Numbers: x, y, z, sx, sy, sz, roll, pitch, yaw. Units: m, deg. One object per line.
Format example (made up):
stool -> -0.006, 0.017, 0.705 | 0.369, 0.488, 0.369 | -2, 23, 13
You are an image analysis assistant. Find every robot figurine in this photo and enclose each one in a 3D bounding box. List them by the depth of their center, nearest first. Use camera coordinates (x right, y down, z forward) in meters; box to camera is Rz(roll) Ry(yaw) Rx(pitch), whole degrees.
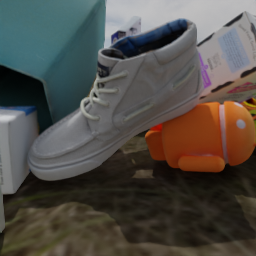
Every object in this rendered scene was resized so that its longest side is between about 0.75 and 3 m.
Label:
robot figurine -> 1.219, 0.108, 4.568 | 1.801, 1.050, 1.296 | -5, 0, 21

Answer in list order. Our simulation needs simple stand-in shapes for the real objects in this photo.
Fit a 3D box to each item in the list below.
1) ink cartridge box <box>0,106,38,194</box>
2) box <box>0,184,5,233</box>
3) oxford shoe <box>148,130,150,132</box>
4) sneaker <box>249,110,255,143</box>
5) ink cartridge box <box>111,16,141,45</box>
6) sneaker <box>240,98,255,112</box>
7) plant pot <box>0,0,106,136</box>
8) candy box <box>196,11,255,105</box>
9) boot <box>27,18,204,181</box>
ink cartridge box -> -2.741, 0.257, 4.189 | 2.428, 1.022, 1.755 | -1, 10, -6
box -> -1.772, 0.767, 2.029 | 1.020, 0.869, 1.596 | 0, 11, 1
oxford shoe -> 1.539, -0.098, 6.329 | 2.211, 0.816, 0.783 | -4, 22, -1
sneaker -> 3.339, 0.156, 5.104 | 2.297, 0.851, 0.960 | 18, 30, 31
ink cartridge box -> -0.032, -1.771, 6.086 | 0.201, 0.987, 0.989 | 24, 52, 18
sneaker -> 3.136, -0.578, 8.378 | 1.047, 1.107, 2.869 | -12, 15, -43
plant pot -> -1.619, -1.603, 5.611 | 2.040, 2.039, 2.887 | 23, 59, 8
candy box -> 2.134, -1.126, 6.461 | 2.493, 1.063, 2.973 | -7, -16, -41
boot -> -0.289, -0.462, 3.930 | 2.925, 1.398, 1.076 | -30, 48, -9
